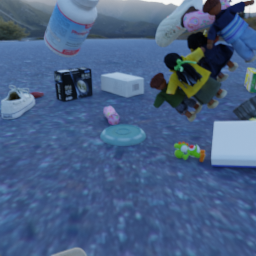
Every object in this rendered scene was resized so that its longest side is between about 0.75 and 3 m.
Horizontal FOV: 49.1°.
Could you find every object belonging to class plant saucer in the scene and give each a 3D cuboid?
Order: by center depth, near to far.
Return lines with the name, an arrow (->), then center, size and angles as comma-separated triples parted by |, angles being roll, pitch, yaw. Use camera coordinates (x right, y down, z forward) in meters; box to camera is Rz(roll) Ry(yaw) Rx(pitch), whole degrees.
plant saucer -> -0.164, 0.184, 9.103 | 1.492, 0.204, 1.492 | 0, 21, 0

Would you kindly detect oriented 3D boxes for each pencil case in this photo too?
pencil case -> 2.548, -3.601, 8.975 | 1.515, 0.662, 0.662 | -10, 12, 39
pencil case -> -0.616, -0.477, 10.391 | 0.468, 0.468, 1.070 | -6, 21, -14

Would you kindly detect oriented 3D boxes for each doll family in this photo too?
doll family -> 1.686, -1.547, 6.326 | 1.719, 2.973, 1.167 | 37, 3, -15

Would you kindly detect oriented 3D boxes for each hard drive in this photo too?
hard drive -> 3.654, 0.392, 7.411 | 2.695, 0.342, 1.778 | -1, 33, 21

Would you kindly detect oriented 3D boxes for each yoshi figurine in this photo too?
yoshi figurine -> 1.642, 0.712, 7.674 | 0.855, 0.481, 0.479 | 18, 66, 8

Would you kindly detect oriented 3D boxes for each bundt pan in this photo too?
bundt pan -> 4.654, -0.760, 9.945 | 1.741, 0.653, 1.741 | -24, -15, -7

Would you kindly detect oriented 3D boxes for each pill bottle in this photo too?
pill bottle -> -1.718, -3.359, 8.672 | 1.221, 2.246, 1.221 | 17, 53, -24

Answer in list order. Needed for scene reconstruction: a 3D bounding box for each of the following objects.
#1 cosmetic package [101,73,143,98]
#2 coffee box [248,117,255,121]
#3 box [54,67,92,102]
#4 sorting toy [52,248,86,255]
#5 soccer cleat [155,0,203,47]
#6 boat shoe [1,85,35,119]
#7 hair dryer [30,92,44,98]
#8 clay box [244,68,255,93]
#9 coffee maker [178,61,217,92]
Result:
cosmetic package -> -0.332, -2.227, 14.272 | 1.173, 0.844, 2.080 | -18, 27, -38
coffee box -> 5.425, -0.074, 9.113 | 2.956, 0.650, 1.818 | -16, 27, -35
box -> -2.555, -2.072, 13.182 | 1.643, 1.345, 0.708 | -18, 28, -39
sorting toy -> -1.411, 2.518, 3.004 | 2.688, 0.396, 1.987 | -8, 28, -27
soccer cleat -> 1.812, -3.837, 10.444 | 0.877, 2.530, 0.981 | 18, 54, -23
boat shoe -> -4.569, -1.254, 11.510 | 0.920, 1.062, 2.492 | 1, 22, 3
hair dryer -> -4.600, -1.623, 13.487 | 1.071, 0.291, 0.816 | 1, 21, 1
clay box -> 6.556, -2.568, 14.850 | 0.421, 1.016, 1.768 | 7, 23, 11
coffee maker -> 3.402, -2.643, 14.281 | 2.292, 1.607, 2.386 | 6, 22, 17
